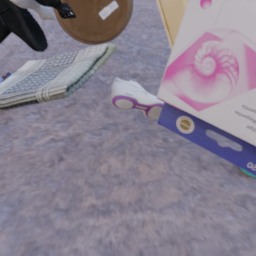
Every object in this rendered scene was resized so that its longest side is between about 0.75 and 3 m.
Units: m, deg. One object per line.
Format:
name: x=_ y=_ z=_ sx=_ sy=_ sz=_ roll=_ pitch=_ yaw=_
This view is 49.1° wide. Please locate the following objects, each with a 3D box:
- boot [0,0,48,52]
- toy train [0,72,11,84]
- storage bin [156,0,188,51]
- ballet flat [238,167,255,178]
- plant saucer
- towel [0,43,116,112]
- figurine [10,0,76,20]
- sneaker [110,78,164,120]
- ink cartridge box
boot: x=-3.148 y=-2.485 z=7.253 sx=1.521 sy=1.856 sz=0.687 roll=-28 pitch=13 yaw=21
toy train: x=-4.379 y=-1.319 z=9.960 sx=1.020 sy=0.774 sz=1.785 roll=-6 pitch=41 yaw=2
storage bin: x=2.325 y=-2.710 z=7.422 sx=2.391 sy=2.408 sz=1.129 roll=-22 pitch=9 yaw=-19
ballet flat: x=3.612 y=1.117 z=7.440 sx=1.449 sy=0.492 sz=0.546 roll=16 pitch=21 yaw=11
plant saucer: x=-1.118 y=-4.076 z=9.256 sx=2.704 sy=2.704 sz=0.398 roll=-8 pitch=31 yaw=-9
towel: x=-1.572 y=-1.098 z=5.613 sx=2.220 sy=0.398 sz=2.305 roll=-7 pitch=31 yaw=26
figurine: x=-1.888 y=-2.757 z=6.292 sx=1.115 sy=1.088 sz=0.480 roll=10 pitch=82 yaw=31
sneaker: x=0.332 y=-0.701 z=6.317 sx=1.612 sy=0.603 sz=0.803 roll=17 pitch=47 yaw=-31
ink cartridge box: x=1.870 y=-0.510 z=4.439 sx=2.741 sy=2.791 sz=0.604 roll=29 pitch=34 yaw=21
